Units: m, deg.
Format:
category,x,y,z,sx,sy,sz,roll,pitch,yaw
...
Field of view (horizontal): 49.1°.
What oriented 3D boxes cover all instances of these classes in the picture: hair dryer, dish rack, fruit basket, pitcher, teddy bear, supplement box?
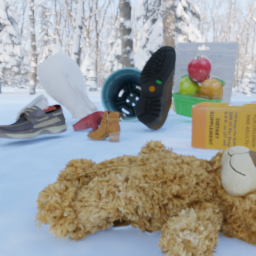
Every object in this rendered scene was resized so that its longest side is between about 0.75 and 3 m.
category,x,y,z,sx,sy,sz,roll,pitch,yaw
hair dryer,-0.957,-0.145,7.902,1.597,0.434,1.216,-8,20,35
dish rack,-2.648,-0.532,7.973,0.905,0.230,1.055,-40,0,-7
fruit basket,2.750,-1.705,10.313,1.304,2.783,2.578,-4,15,-41
pitcher,-1.907,-1.329,9.372,1.401,2.312,1.983,-41,25,-22
teddy bear,0.301,0.510,2.478,2.194,0.732,1.590,3,10,24
supplement box,2.730,0.001,5.455,2.840,0.945,0.977,3,8,26

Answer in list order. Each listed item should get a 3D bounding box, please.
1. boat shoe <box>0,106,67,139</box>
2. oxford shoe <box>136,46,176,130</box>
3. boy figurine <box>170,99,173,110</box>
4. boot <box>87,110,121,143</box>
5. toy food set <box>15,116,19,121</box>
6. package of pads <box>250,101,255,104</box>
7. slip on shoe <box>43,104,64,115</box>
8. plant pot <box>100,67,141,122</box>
category,x,y,z,sx,sy,sz,roll,pitch,yaw
boat shoe,-2.285,-0.150,6.605,0.736,0.724,1.975,-2,5,30
oxford shoe,0.937,-1.223,8.618,0.991,2.727,1.151,9,-15,28
boy figurine,2.046,-1.054,13.539,1.902,0.613,1.183,-3,15,19
boot,-0.594,-0.055,6.672,0.937,0.727,0.359,5,9,35
toy food set,-3.690,-0.425,11.075,1.223,0.303,1.923,-7,10,-42
package of pads,5.110,-0.386,8.558,1.423,0.894,2.362,-1,7,-27
slip on shoe,-2.569,-0.355,8.925,0.822,0.679,2.218,-3,12,4
plant pot,0.094,-1.271,11.686,2.103,2.103,2.060,1,0,7
